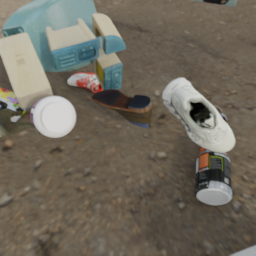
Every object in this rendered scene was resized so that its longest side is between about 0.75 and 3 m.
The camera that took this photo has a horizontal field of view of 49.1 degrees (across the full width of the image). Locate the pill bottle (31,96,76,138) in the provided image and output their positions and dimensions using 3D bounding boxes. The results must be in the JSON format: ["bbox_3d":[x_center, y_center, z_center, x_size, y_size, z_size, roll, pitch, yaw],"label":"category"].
[{"bbox_3d":[-1.365,-0.207,5.075,0.718,0.718,1.277,-23,13,-18],"label":"pill bottle"}]

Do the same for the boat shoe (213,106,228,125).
[{"bbox_3d":[2.880,-0.057,8.944,0.738,0.740,2.044,6,49,5],"label":"boat shoe"}]

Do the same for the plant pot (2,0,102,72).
[{"bbox_3d":[-2.165,-2.557,7.841,2.039,2.033,2.077,11,39,41],"label":"plant pot"}]

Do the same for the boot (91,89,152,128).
[{"bbox_3d":[-0.100,-0.292,4.635,1.110,0.538,0.415,15,53,30],"label":"boot"}]

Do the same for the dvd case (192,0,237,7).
[{"bbox_3d":[2.497,-4.078,7.777,1.418,1.943,0.214,13,83,8],"label":"dvd case"}]

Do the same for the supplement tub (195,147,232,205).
[{"bbox_3d":[2.330,1.251,7.684,0.926,0.926,1.511,9,50,8],"label":"supplement tub"}]

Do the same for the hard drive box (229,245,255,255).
[{"bbox_3d":[2.785,2.933,5.492,2.598,2.025,0.998,-15,51,-12],"label":"hard drive box"}]

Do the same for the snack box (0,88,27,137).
[{"bbox_3d":[-4.454,-0.570,9.517,1.391,0.558,1.650,19,53,15],"label":"snack box"}]

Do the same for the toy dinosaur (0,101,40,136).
[{"bbox_3d":[-3.147,-0.313,6.469,0.879,2.285,1.169,-20,37,31],"label":"toy dinosaur"}]

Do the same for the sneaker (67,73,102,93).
[{"bbox_3d":[-1.545,-1.677,10.524,1.470,0.491,0.788,-8,47,-11],"label":"sneaker"}]

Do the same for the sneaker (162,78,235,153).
[{"bbox_3d":[1.389,-0.065,5.031,0.714,1.901,0.770,-48,29,5],"label":"sneaker"}]

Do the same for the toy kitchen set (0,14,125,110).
[{"bbox_3d":[-1.327,-1.192,6.836,2.688,2.153,1.583,-21,67,-15],"label":"toy kitchen set"}]
